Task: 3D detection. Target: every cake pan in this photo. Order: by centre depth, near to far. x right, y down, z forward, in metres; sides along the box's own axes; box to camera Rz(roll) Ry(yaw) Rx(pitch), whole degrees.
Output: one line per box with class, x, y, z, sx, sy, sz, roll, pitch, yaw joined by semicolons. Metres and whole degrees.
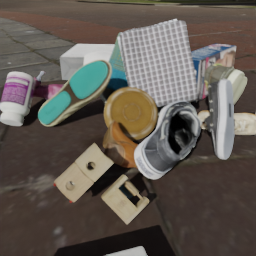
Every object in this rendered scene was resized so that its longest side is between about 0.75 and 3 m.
cake pan;0.477;-0.851;8.535;2.765;0.507;2.765;4;31;-3

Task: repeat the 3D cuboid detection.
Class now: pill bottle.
pill bottle;-3.070;-0.782;7.725;0.771;0.771;1.372;4;72;7

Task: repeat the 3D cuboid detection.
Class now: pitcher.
pitcher;-0.499;-2.083;10.331;2.315;1.403;1.986;5;20;-11

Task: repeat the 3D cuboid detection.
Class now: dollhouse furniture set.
dollhouse furniture set;-0.486;1.081;4.933;0.924;1.318;0.929;-44;1;-10

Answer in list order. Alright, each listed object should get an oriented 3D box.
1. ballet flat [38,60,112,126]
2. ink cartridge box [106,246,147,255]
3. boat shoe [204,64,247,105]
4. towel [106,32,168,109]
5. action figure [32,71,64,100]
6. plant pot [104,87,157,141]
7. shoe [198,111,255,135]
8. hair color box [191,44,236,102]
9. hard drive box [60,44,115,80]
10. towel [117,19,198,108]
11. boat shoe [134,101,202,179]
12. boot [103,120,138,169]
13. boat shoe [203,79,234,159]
ballet flat;-1.333;-0.899;7.495;2.587;0.899;0.899;-31;19;22
ink cartridge box;-0.429;2.126;2.888;1.725;0.722;1.245;-7;28;-16
boat shoe;2.680;-1.160;7.693;0.783;0.936;2.620;31;10;23
towel;0.536;-1.689;8.525;2.387;1.750;0.259;21;-2;1
action figure;-2.683;-1.087;8.765;1.480;0.991;1.102;6;63;-11
plant pot;0.085;-0.378;7.059;1.383;1.383;0.190;-4;-7;-7
shoe;2.611;-0.079;7.255;1.760;0.615;0.470;9;31;31
hair color box;2.842;-2.061;10.036;0.871;1.439;2.878;19;34;36
hard drive box;-1.534;-2.884;12.073;2.009;0.990;2.577;3;28;6
towel;0.810;-1.705;7.702;1.901;2.296;0.983;-12;8;5
boat shoe;1.147;-0.021;6.199;1.053;0.995;2.936;50;37;0
boot;0.029;0.382;6.149;1.077;0.532;1.387;18;23;-14
boat shoe;1.983;-0.199;6.281;0.589;1.777;0.621;-2;-4;40
